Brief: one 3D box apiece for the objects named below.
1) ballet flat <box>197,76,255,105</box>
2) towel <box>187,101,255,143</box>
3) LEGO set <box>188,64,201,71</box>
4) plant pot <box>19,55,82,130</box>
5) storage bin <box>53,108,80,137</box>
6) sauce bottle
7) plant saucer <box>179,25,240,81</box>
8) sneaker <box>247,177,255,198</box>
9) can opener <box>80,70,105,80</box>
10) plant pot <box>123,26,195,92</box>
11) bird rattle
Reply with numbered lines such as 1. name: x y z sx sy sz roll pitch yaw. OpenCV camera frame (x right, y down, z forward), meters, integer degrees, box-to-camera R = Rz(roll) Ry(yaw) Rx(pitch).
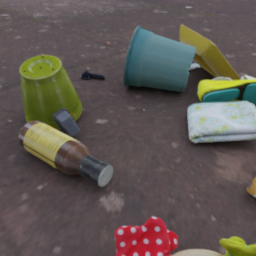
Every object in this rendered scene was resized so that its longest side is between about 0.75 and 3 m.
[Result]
1. ballet flat: 3.872 -1.397 9.839 2.953 0.987 0.990 -3 48 -3
2. towel: 2.865 -0.234 8.451 2.079 0.501 1.780 -5 28 12
3. LEGO set: 2.602 -3.110 13.117 1.101 0.362 1.473 -20 39 -33
4. plant pot: -2.490 -1.167 8.652 1.866 1.797 1.866 -1 47 1
5. storage bin: -1.697 -0.135 8.032 0.552 0.759 0.510 -39 36 -15
6. sauce bottle: -1.623 0.664 7.167 2.783 0.901 0.901 25 42 28
7. plant saucer: 3.235 -2.938 11.649 2.519 0.610 2.520 34 16 -36
8. sneaker: 3.769 1.136 6.670 0.993 0.848 2.254 38 55 26
9. can opener: -1.480 -2.193 11.865 1.044 0.411 0.331 9 -4 8
10. plant pot: 1.236 -2.451 10.660 2.266 2.314 2.314 14 36 8
11. bird rattle: 1.002 2.476 4.177 2.712 1.528 2.211 1 51 7
